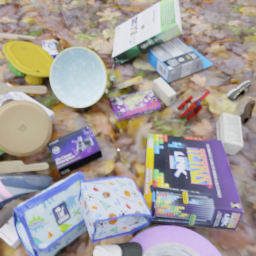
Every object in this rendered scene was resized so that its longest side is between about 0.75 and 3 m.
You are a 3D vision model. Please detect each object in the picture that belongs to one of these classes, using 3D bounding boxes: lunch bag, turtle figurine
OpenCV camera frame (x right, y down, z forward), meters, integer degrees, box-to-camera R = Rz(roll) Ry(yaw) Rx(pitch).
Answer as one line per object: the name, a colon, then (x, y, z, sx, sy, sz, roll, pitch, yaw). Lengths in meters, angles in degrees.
lunch bag: (-0.271, 1.635, 5.852, 1.311, 0.812, 1.115, -7, 40, -25)
lunch bag: (-1.682, 1.992, 6.406, 1.602, 1.884, 1.201, -29, 53, -36)
turtle figurine: (-0.861, -1.697, 10.222, 0.706, 0.981, 0.952, 15, 65, 21)

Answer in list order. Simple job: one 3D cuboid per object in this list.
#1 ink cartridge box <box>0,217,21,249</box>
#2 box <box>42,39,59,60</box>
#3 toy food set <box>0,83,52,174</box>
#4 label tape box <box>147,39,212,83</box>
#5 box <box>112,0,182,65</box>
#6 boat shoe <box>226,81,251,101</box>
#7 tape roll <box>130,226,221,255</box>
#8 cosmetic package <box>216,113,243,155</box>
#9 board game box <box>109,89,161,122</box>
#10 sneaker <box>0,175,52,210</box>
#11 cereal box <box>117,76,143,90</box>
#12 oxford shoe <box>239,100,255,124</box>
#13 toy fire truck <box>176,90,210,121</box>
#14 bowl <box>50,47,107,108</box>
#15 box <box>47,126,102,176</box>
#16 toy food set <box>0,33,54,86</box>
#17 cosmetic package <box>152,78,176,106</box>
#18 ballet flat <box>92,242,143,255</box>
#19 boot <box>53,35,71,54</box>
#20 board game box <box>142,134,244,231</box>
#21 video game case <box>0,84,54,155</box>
ink cartridge box: (-2.809, 2.567, 7.110, 0.549, 0.317, 0.755, 29, 57, 22)
box: (-3.224, -3.316, 11.900, 0.753, 0.262, 1.266, -11, 50, -10)
toy food set: (-2.999, 0.002, 7.818, 1.679, 0.488, 2.432, 0, 93, -20)
label tape box: (2.088, -2.813, 11.171, 2.182, 0.721, 1.563, -24, 52, -15)
box: (0.705, -3.917, 11.240, 2.898, 0.527, 2.092, -21, 47, 30)
boat shoe: (4.114, -1.328, 10.224, 1.118, 0.399, 0.337, -32, 59, -15)
tape roll: (0.918, 3.506, 6.014, 2.559, 0.839, 2.559, 0, 51, 0)
cosmetic package: (3.186, 0.178, 8.855, 0.622, 0.525, 1.203, 17, 51, -3)
board game box: (0.234, -0.832, 9.925, 1.620, 0.262, 0.972, -16, 57, -13)
sneaker: (-2.977, 1.600, 6.491, 2.469, 0.866, 1.013, -5, 81, 2)
cereal box: (0.046, -1.626, 10.166, 0.700, 0.973, 0.192, -22, 98, -15)
oxford shoe: (3.988, -0.506, 9.214, 0.314, 0.863, 0.364, 3, 34, -15)
toy fire truck: (2.190, -0.784, 9.308, 0.602, 0.901, 1.073, 48, 56, 5)
bowl: (-1.575, -1.736, 9.719, 1.984, 1.984, 1.068, 10, 12, 8)
box: (-1.581, 0.661, 8.330, 1.351, 0.533, 0.954, -25, 61, -12)
toy food set: (-3.947, -2.513, 10.933, 1.750, 0.971, 2.974, -12, 50, -41)
cosmetic package: (1.300, -1.305, 10.118, 0.355, 0.503, 0.972, -25, 54, -18)
ballet flat: (-0.673, 2.892, 5.783, 2.043, 0.699, 0.694, -31, 34, 3)
boot: (-2.710, -3.430, 11.829, 0.375, 0.760, 0.979, -37, 66, 25)
board game box: (1.526, 1.266, 7.383, 2.234, 0.766, 2.703, 4, 33, 4)
video game case: (-4.184, -0.251, 8.827, 2.476, 0.322, 2.720, 30, 50, 24)
